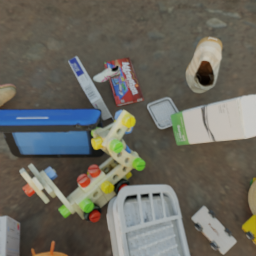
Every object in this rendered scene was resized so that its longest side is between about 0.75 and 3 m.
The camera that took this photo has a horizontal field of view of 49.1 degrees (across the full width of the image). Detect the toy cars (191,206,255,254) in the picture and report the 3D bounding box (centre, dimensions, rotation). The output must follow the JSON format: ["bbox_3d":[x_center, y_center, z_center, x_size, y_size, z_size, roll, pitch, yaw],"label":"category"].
[{"bbox_3d":[2.547,2.486,6.550,2.179,0.482,0.977,8,70,9],"label":"toy cars"}]

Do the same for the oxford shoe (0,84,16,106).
[{"bbox_3d":[-3.950,-0.519,8.008,1.900,0.672,0.701,-37,69,-5],"label":"oxford shoe"}]

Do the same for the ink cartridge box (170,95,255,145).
[{"bbox_3d":[2.308,-0.181,6.722,1.524,2.087,0.880,-11,89,-31],"label":"ink cartridge box"}]

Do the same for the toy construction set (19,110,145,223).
[{"bbox_3d":[-0.888,1.007,6.510,2.957,1.939,1.362,-30,37,-6],"label":"toy construction set"}]

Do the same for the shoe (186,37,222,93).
[{"bbox_3d":[1.936,-1.433,7.391,0.805,2.302,0.615,7,71,10],"label":"shoe"}]

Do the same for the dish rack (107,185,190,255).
[{"bbox_3d":[0.471,2.585,5.483,0.614,2.419,2.819,-22,70,29],"label":"dish rack"}]

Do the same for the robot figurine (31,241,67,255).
[{"bbox_3d":[-1.509,3.457,5.214,1.408,1.737,2.414,-11,65,-3],"label":"robot figurine"}]

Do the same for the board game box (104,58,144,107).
[{"bbox_3d":[-0.153,-1.471,8.784,0.859,0.162,1.669,-14,63,-7],"label":"board game box"}]

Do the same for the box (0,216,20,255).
[{"bbox_3d":[-2.615,2.698,6.072,0.279,1.058,1.357,-5,64,-8],"label":"box"}]

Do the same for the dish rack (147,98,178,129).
[{"bbox_3d":[1.056,-0.401,8.195,0.794,0.201,0.925,-21,65,-10],"label":"dish rack"}]

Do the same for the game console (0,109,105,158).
[{"bbox_3d":[-1.880,0.339,6.461,2.538,2.166,1.502,-1,104,0],"label":"game console"}]

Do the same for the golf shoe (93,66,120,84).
[{"bbox_3d":[-0.646,-1.594,8.255,0.878,0.404,0.319,-24,53,-25],"label":"golf shoe"}]

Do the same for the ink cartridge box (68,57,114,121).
[{"bbox_3d":[-1.004,-0.974,7.770,0.331,1.531,1.503,-30,67,-4],"label":"ink cartridge box"}]

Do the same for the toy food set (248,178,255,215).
[{"bbox_3d":[3.721,1.866,6.915,1.521,0.370,1.505,14,63,7],"label":"toy food set"}]
